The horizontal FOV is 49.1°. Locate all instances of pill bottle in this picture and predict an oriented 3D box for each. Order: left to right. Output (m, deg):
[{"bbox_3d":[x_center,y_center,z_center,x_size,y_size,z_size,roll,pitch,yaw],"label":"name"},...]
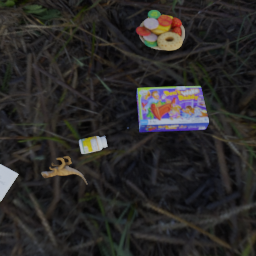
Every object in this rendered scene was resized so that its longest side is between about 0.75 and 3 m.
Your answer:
[{"bbox_3d":[-1.048,0.496,8.465,0.782,0.441,0.441,-12,63,-6],"label":"pill bottle"}]

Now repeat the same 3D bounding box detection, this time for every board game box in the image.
[{"bbox_3d":[1.367,-0.620,8.976,2.093,0.469,1.408,-3,60,-2],"label":"board game box"}]

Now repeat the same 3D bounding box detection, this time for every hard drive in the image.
[{"bbox_3d":[-3.876,1.678,7.844,0.894,0.181,1.356,29,67,-3],"label":"hard drive"}]

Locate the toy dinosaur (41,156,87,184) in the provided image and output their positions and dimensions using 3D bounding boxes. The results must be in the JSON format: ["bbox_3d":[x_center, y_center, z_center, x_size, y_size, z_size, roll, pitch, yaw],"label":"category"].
[{"bbox_3d":[-1.769,1.198,8.020,1.375,0.415,0.730,-1,94,11],"label":"toy dinosaur"}]

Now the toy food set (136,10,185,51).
[{"bbox_3d":[1.252,-3.668,10.619,1.796,0.441,1.814,17,64,9],"label":"toy food set"}]
